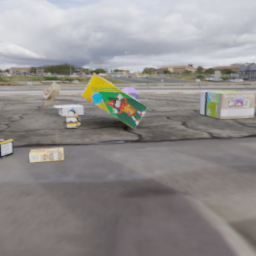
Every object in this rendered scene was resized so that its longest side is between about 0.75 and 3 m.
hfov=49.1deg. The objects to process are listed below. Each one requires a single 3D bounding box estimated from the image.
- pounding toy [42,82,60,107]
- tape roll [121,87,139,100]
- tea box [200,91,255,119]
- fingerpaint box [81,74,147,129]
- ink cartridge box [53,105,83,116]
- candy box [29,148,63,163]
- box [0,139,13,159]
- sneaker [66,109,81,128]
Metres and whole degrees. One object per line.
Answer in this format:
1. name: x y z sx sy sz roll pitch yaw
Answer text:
1. pounding toy: -3.463 -1.514 12.801 0.648 1.129 0.646 29 21 -44
2. tape roll: -0.091 -1.648 15.766 1.347 1.347 0.442 -6 54 -30
3. tea box: 4.954 -1.207 14.094 1.908 1.275 1.877 -3 11 -16
4. fingerpaint box: -0.576 -1.140 11.293 2.303 1.012 2.760 32 5 -8
5. ink cartridge box: -3.150 -0.916 14.750 1.406 0.477 0.809 -5 12 -27
6. candy box: -1.977 0.659 6.835 0.782 0.216 0.451 -2 11 -13
7. box: -4.033 0.555 6.818 1.813 0.447 1.447 4 12 19
8. sneaker: -2.242 -0.449 11.521 0.594 0.714 1.585 -2 10 -10
